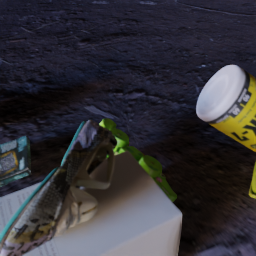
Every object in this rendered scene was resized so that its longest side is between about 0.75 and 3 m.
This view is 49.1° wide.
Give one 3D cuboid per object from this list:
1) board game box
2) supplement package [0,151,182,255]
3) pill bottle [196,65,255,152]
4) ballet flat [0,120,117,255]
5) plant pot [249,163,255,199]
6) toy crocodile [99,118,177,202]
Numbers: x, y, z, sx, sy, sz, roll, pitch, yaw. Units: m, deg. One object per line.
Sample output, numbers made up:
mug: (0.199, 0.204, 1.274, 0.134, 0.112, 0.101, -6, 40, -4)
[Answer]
board game box: (-2.849, 0.787, 6.726, 0.983, 0.205, 1.454, -21, 35, -8)
supplement package: (-0.812, 1.849, 4.402, 2.852, 1.673, 1.667, -18, 38, -22)
pill bottle: (3.062, -0.267, 6.719, 2.534, 1.448, 1.448, 29, 34, -13)
ballet flat: (-0.708, 0.760, 3.827, 0.892, 0.892, 2.479, 10, 37, 13)
plant pot: (3.172, 1.149, 6.113, 0.901, 0.817, 0.896, 17, 39, 22)
toy crocodile: (0.070, 0.769, 6.413, 2.630, 0.888, 0.812, 42, 27, 27)
